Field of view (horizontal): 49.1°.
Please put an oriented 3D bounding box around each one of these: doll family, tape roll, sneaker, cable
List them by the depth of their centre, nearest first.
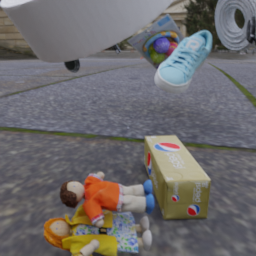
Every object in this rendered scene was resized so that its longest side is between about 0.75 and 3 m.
[{"bbox_3d":[-0.342,1.455,2.975,1.319,0.958,2.125,4,34,-11],"label":"doll family"},{"bbox_3d":[-0.579,-2.211,4.407,2.688,0.940,2.688,-18,41,16],"label":"tape roll"},{"bbox_3d":[3.174,-3.084,7.946,0.603,1.740,1.741,-23,62,-19],"label":"cable"},{"bbox_3d":[1.636,-2.058,8.032,1.054,1.168,2.851,26,45,13],"label":"sneaker"}]

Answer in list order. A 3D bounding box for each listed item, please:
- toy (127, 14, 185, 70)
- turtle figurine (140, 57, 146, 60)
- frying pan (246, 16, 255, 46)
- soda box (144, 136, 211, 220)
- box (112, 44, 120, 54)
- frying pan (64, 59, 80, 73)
[{"bbox_3d":[1.385,-2.793,10.341,1.630,0.668,2.831,-28,-22,22],"label":"toy"},{"bbox_3d":[1.154,-2.926,11.980,1.159,0.373,0.935,-10,26,-7],"label":"turtle figurine"},{"bbox_3d":[2.980,-2.180,6.756,0.178,1.095,0.662,3,-20,12],"label":"frying pan"},{"bbox_3d":[0.786,0.783,5.151,0.713,0.674,2.104,-1,16,-5],"label":"soda box"},{"bbox_3d":[-0.659,-3.479,11.265,0.185,1.065,0.586,-32,17,8],"label":"box"},{"bbox_3d":[-2.172,-2.807,11.131,0.226,1.391,0.841,-8,-34,34],"label":"frying pan"}]
